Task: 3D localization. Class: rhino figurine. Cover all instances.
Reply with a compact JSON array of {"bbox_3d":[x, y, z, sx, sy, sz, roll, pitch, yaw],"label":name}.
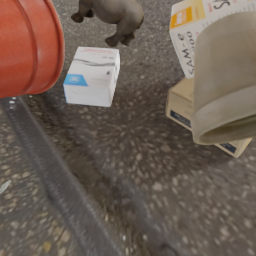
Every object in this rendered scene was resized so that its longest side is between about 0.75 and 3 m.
[{"bbox_3d":[-0.742,-2.720,5.916,2.436,1.065,0.728,31,47,-16],"label":"rhino figurine"}]

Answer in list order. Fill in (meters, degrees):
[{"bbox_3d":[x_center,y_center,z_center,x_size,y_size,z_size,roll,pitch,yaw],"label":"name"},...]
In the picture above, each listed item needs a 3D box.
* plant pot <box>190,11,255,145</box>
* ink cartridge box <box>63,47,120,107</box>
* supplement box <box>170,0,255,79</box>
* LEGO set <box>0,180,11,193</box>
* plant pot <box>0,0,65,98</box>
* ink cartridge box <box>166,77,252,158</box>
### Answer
[{"bbox_3d":[1.382,-0.599,3.416,1.489,1.489,1.292,-9,74,-8],"label":"plant pot"},{"bbox_3d":[-1.052,-1.819,8.877,1.369,0.788,2.364,5,50,4],"label":"ink cartridge box"},{"bbox_3d":[2.284,-2.162,5.219,2.837,1.043,1.788,-16,32,21],"label":"supplement box"},{"bbox_3d":[-3.001,0.500,4.023,2.920,1.896,0.828,8,47,36],"label":"LEGO set"},{"bbox_3d":[-3.098,-1.522,5.211,2.710,2.710,2.635,24,34,19],"label":"plant pot"},{"bbox_3d":[2.820,-0.876,7.898,2.324,1.059,2.821,34,58,26],"label":"ink cartridge box"}]
